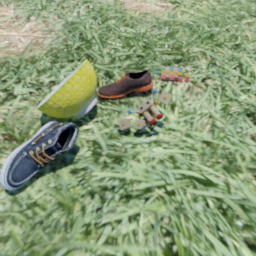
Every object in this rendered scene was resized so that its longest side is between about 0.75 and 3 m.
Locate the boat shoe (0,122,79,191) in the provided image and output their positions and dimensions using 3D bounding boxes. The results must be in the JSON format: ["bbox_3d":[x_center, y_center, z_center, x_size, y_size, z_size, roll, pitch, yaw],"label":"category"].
[{"bbox_3d":[-2.712,0.783,8.719,1.244,0.970,2.741,-3,42,42],"label":"boat shoe"}]

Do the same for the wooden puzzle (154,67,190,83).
[{"bbox_3d":[1.988,-2.438,12.742,1.635,0.115,0.969,4,47,4],"label":"wooden puzzle"}]

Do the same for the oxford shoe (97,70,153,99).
[{"bbox_3d":[-0.186,-1.861,11.530,2.376,0.862,0.846,-14,45,3],"label":"oxford shoe"}]

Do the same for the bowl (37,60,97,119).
[{"bbox_3d":[-1.997,-1.171,10.486,1.374,2.554,2.554,47,49,-18],"label":"bowl"}]

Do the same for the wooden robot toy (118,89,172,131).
[{"bbox_3d":[0.749,-0.492,10.195,2.180,0.989,0.961,-38,75,12],"label":"wooden robot toy"}]
